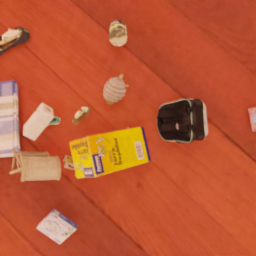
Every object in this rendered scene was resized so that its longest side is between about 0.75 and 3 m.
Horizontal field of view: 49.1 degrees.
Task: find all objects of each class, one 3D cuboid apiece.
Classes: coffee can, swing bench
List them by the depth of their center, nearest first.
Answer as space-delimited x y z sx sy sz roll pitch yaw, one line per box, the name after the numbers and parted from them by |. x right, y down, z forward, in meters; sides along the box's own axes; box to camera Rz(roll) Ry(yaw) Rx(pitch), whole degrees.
-2.750 1.117 8.339 1.135 1.141 0.740 7 90 -40 | swing bench
-0.333 -3.111 9.167 0.580 0.580 0.793 -4 42 0 | coffee can

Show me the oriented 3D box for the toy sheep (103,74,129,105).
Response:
-0.413 -1.242 8.997 0.779 0.779 1.130 26 116 3 | toy sheep

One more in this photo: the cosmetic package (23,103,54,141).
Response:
-2.620 -0.177 8.159 0.396 0.551 0.976 36 102 -33 | cosmetic package

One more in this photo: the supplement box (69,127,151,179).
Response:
-0.501 0.710 8.262 2.033 1.106 1.113 -10 85 -39 | supplement box

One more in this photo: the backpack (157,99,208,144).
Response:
1.670 -0.203 8.772 1.182 1.541 1.355 -6 90 -42 | backpack

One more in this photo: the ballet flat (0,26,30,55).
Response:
-4.264 -2.940 9.537 1.822 0.666 0.666 -26 84 -3 | ballet flat

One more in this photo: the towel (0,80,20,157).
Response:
-4.476 -0.239 9.309 1.877 0.304 2.556 -7 81 7 | towel

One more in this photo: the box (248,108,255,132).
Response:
4.883 -0.400 8.989 1.657 0.850 0.785 -13 95 0 | box

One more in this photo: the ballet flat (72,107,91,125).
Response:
-1.503 -0.471 9.038 0.294 0.313 0.866 25 56 28 | ballet flat

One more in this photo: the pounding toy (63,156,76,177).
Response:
-1.608 1.197 8.869 0.510 0.891 0.511 -40 49 28 | pounding toy

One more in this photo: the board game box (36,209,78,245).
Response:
-2.163 3.018 8.526 0.905 0.196 0.901 41 111 -11 | board game box

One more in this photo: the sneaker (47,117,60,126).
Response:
-2.695 -0.240 9.340 0.844 0.336 0.327 -12 83 -1 | sneaker
